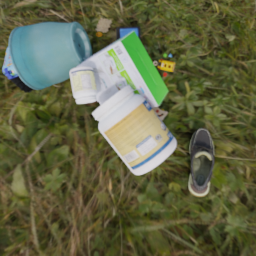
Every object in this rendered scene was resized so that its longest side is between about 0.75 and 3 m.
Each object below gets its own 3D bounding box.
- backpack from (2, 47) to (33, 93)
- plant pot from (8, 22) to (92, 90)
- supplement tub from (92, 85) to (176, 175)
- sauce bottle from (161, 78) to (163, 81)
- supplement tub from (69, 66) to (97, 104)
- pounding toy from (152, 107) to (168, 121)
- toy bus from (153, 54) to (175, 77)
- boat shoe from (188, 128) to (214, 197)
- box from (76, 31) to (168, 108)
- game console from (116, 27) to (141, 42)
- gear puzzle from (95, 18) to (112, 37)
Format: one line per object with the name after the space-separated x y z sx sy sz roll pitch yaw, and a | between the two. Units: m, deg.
-3.682 -2.760 11.491 2.293 1.543 2.094 -13 57 21 | backpack
-2.833 -2.977 11.022 2.400 2.555 2.555 -9 58 18 | plant pot
0.180 0.062 9.086 1.797 1.797 2.485 -39 95 -20 | supplement tub
0.991 -1.899 11.895 0.985 0.325 0.325 -13 61 -2 | sauce bottle
-1.422 -1.355 8.983 0.778 0.778 1.073 -10 89 -6 | supplement tub
0.944 -0.746 11.127 1.133 0.650 0.648 14 100 -26 | pounding toy
1.282 -2.206 9.871 0.734 0.379 0.692 -32 89 25 | toy bus
2.684 1.099 10.036 0.948 0.872 2.653 11 61 6 | boat shoe
-0.211 -1.727 10.111 2.522 2.225 1.219 56 41 -17 | box
0.040 -4.145 13.156 1.156 0.684 0.987 -4 59 -2 | game console
-1.262 -4.946 13.936 0.642 0.162 1.239 15 64 6 | gear puzzle
